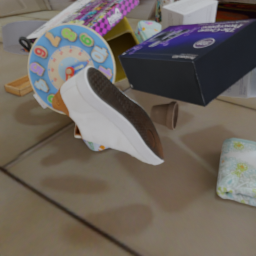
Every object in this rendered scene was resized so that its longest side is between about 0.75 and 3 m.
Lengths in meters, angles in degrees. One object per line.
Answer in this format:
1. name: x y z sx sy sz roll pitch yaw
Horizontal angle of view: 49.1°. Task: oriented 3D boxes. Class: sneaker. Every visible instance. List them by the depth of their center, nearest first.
1. sneaker: -0.333 -0.028 5.812 1.213 2.865 1.043 -26 41 26

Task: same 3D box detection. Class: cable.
1. cable: -2.810 -2.272 8.319 0.590 1.215 0.306 -9 57 30

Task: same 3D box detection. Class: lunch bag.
1. lunch bag: -0.617 -0.158 10.312 2.424 0.916 1.942 -21 40 -28
2. lunch bag: 1.472 -3.541 12.206 2.282 1.097 2.845 -4 48 -17

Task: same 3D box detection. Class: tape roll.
1. tape roll: -3.418 -3.313 10.543 2.415 0.798 2.415 -2 5 0

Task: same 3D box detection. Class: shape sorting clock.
1. shape sorting clock: -1.337 -1.327 6.506 2.104 2.104 0.413 2 15 3

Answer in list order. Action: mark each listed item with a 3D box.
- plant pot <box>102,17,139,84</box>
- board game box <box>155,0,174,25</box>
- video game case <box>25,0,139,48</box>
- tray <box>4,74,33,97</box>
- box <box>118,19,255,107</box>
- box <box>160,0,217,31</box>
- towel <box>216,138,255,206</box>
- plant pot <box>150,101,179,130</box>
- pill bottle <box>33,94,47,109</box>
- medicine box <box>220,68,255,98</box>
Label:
1. plant pot: -0.891 -3.311 10.735 2.539 2.538 2.239 -20 66 14
2. board game box: 1.269 -4.142 9.898 0.175 1.014 0.640 -30 53 -29
3. video game case: -1.410 -3.288 8.629 2.548 0.503 2.811 9 48 35
4. tray: -4.906 -2.252 13.962 1.075 0.403 2.179 17 38 24
5. box: 1.439 -1.756 7.175 2.085 1.165 2.954 -38 31 -19
6. box: 2.037 -3.427 9.543 1.606 1.597 1.049 -30 49 -24
7. towel: 4.115 1.353 8.195 2.777 0.669 2.377 11 34 16
8. plant pot: 1.007 -0.378 7.857 0.697 0.799 0.799 9 34 20
9. pill bottle: -2.116 -1.102 8.147 1.177 0.664 0.664 -40 46 -13
10. medicine box: 3.468 -1.610 8.485 2.049 1.158 2.250 -7 14 -27
